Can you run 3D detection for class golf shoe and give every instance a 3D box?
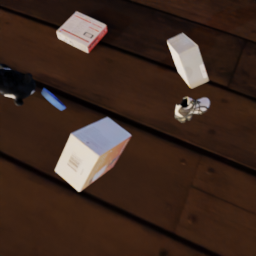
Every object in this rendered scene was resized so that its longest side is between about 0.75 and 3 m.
[{"bbox_3d":[1.597,-0.560,6.843,1.084,0.512,0.421,-30,36,-25],"label":"golf shoe"}]

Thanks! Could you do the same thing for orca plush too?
[{"bbox_3d":[-3.594,-1.661,8.822,1.008,2.835,1.491,-24,70,9],"label":"orca plush"}]

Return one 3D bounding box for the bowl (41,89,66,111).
[{"bbox_3d":[-2.695,-0.998,10.081,1.021,1.021,0.200,42,89,19],"label":"bowl"}]

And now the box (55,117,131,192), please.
[{"bbox_3d":[-0.871,0.632,7.283,0.886,1.268,1.666,37,30,14],"label":"box"}]

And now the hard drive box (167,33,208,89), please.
[{"bbox_3d":[1.897,-2.197,9.083,0.618,1.255,1.611,-24,31,8],"label":"hard drive box"}]

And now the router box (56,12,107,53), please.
[{"bbox_3d":[-2.247,-4.701,13.725,1.848,0.451,1.658,29,67,14],"label":"router box"}]
